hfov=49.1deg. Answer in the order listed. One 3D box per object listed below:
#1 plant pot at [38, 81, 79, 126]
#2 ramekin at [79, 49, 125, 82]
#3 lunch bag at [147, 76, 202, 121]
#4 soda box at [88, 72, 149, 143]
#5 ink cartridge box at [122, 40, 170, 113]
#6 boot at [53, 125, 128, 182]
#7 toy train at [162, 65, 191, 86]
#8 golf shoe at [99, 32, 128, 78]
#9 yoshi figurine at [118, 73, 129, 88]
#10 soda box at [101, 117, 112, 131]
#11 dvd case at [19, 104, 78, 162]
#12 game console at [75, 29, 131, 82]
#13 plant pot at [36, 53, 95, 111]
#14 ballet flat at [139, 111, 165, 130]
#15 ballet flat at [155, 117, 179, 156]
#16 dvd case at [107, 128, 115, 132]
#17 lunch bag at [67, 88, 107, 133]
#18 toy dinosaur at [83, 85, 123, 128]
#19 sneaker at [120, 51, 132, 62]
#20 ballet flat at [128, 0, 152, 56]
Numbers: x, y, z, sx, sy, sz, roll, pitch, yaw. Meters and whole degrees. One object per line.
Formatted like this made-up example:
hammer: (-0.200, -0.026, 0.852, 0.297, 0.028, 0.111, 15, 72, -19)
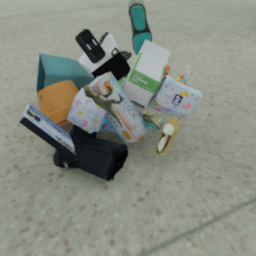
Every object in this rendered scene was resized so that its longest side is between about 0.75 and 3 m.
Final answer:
plant pot: (-2.563, -0.935, 10.857, 2.004, 1.403, 2.004, -22, 3, 1)
ramekin: (-1.067, -2.456, 11.367, 0.953, 1.955, 1.955, -51, 49, -1)
lunch bag: (1.691, -1.112, 10.410, 1.475, 1.740, 1.106, 23, 67, -9)
soda box: (-0.372, -0.663, 10.031, 0.879, 2.570, 0.817, -8, 34, 52)
ink cartridge box: (0.451, -1.733, 11.086, 1.127, 2.674, 1.953, 25, 50, -7)
boot: (-1.012, 0.589, 9.886, 2.280, 1.036, 2.713, 10, 43, 19)
toy train: (2.276, -2.416, 13.531, 1.887, 1.417, 0.525, 0, 30, -24)
golf shoe: (-0.552, -3.168, 12.454, 1.148, 2.430, 0.945, 29, 70, 25)
yoshi figurine: (-0.257, -2.036, 13.019, 1.296, 1.291, 2.305, -8, 29, 47)
soda box: (-0.916, -0.717, 11.032, 0.529, 0.500, 1.560, -17, 58, 10)
dvd case: (-2.271, 0.070, 8.093, 0.212, 1.723, 2.415, -50, 20, -1)
game console: (-1.020, -2.650, 10.319, 1.326, 2.248, 0.271, -36, 5, 2)
plant pot: (-2.602, -1.998, 12.690, 2.687, 1.899, 1.898, -1, 39, -26)
ballet flat: (0.797, -0.340, 10.452, 0.682, 0.614, 1.811, -50, 26, -13)
ballet flat: (1.316, 0.310, 9.517, 0.499, 1.453, 0.458, 24, 12, 30)
dvd case: (-0.387, -0.114, 11.225, 0.867, 0.076, 0.618, 10, 66, 27)
lunch bag: (-1.312, -0.601, 9.497, 1.053, 1.242, 0.790, 27, 18, 18)
toy dinosaur: (-0.606, -0.829, 8.694, 0.750, 1.701, 0.404, -50, 10, -11)
sneaker: (-0.334, -3.458, 13.479, 0.623, 0.522, 1.374, -39, 41, -22)
ballet flat: (0.478, -3.819, 10.691, 0.811, 2.405, 0.766, -6, 53, 6)
